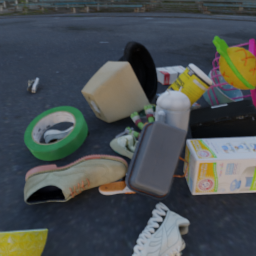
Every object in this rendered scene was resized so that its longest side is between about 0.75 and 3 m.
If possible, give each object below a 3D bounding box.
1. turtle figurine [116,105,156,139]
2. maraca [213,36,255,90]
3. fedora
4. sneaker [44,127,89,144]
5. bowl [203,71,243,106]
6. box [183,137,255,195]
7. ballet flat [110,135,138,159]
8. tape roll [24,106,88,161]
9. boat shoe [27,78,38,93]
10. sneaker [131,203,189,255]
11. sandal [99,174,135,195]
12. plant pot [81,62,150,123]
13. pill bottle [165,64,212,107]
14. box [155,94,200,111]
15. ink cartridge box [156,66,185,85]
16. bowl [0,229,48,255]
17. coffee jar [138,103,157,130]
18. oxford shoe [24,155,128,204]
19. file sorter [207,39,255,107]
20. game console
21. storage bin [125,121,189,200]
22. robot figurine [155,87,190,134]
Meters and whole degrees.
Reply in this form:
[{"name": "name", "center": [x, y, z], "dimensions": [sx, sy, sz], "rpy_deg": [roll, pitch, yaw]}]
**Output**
[{"name": "turtle figurine", "center": [0.522, -0.251, 9.685], "dimensions": [1.767, 1.272, 1.714], "rpy_deg": [20, 25, -21]}, {"name": "maraca", "center": [3.431, -2.082, 8.999], "dimensions": [2.077, 1.111, 1.424], "rpy_deg": [47, 33, -8]}, {"name": "fedora", "center": [0.204, -2.469, 13.199], "dimensions": [1.359, 2.976, 2.976], "rpy_deg": [-11, 17, 38]}, {"name": "sneaker", "center": [-2.151, 0.365, 9.903], "dimensions": [1.602, 0.592, 0.635], "rpy_deg": [-11, 39, -7]}, {"name": "bowl", "center": [4.055, -1.566, 12.492], "dimensions": [1.866, 0.976, 1.866], "rpy_deg": [22, 43, -22]}, {"name": "box", "center": [2.739, 1.049, 7.871], "dimensions": [2.136, 1.201, 1.082], "rpy_deg": [-1, 28, -3]}, {"name": "ballet flat", "center": [0.222, 0.646, 9.084], "dimensions": [0.803, 0.803, 2.312], "rpy_deg": [-23, 36, -36]}, {"name": "tape roll", "center": [-2.447, 0.142, 9.557], "dimensions": [2.095, 0.504, 2.095], "rpy_deg": [-9, 44, 9]}, {"name": "boat shoe", "center": [-5.010, -2.250, 14.709], "dimensions": [0.466, 0.503, 1.364], "rpy_deg": [9, 36, -12]}, {"name": "sneaker", "center": [0.638, 2.481, 5.749], "dimensions": [0.905, 0.839, 2.234], "rpy_deg": [21, 34, 18]}, {"name": "sandal", "center": [-0.103, 1.542, 7.801], "dimensions": [1.431, 0.410, 0.548], "rpy_deg": [-7, 29, -12]}, {"name": "plant pot", "center": [-0.668, -1.335, 11.301], "dimensions": [1.773, 2.000, 2.002], "rpy_deg": [-36, 26, -15]}, {"name": "pill bottle", "center": [2.103, -1.318, 10.568], "dimensions": [1.112, 1.985, 1.112], "rpy_deg": [35, 21, -15]}, {"name": "box", "center": [2.229, -1.143, 12.697], "dimensions": [1.195, 0.348, 1.746], "rpy_deg": [-12, 32, -30]}, {"name": "ink cartridge box", "center": [2.491, -2.977, 15.864], "dimensions": [1.581, 0.655, 1.160], "rpy_deg": [-8, 30, -15]}, {"name": "bowl", "center": [-2.488, 2.477, 5.197], "dimensions": [1.897, 1.897, 1.021], "rpy_deg": [-2, 71, -4]}, {"name": "coffee jar", "center": [0.796, -0.501, 11.334], "dimensions": [0.762, 0.623, 1.461], "rpy_deg": [-2, 28, 13]}, {"name": "oxford shoe", "center": [-1.343, 1.481, 7.450], "dimensions": [2.805, 0.993, 1.035], "rpy_deg": [-13, 32, -1]}, {"name": "file sorter", "center": [4.454, -1.939, 11.602], "dimensions": [1.743, 1.932, 2.780], "rpy_deg": [-8, 40, 32]}, {"name": "game console", "center": [3.170, 0.083, 9.224], "dimensions": [2.114, 1.230, 1.859], "rpy_deg": [-10, 24, 15]}, {"name": "storage bin", "center": [0.813, 0.790, 6.820], "dimensions": [1.410, 1.938, 1.301], "rpy_deg": [19, -9, 3]}, {"name": "robot figurine", "center": [1.363, -0.352, 8.680], "dimensions": [1.025, 1.815, 1.539], "rpy_deg": [17, 26, 33]}]
